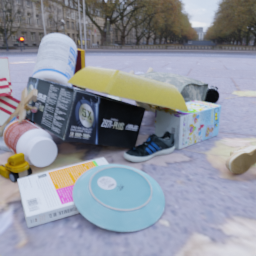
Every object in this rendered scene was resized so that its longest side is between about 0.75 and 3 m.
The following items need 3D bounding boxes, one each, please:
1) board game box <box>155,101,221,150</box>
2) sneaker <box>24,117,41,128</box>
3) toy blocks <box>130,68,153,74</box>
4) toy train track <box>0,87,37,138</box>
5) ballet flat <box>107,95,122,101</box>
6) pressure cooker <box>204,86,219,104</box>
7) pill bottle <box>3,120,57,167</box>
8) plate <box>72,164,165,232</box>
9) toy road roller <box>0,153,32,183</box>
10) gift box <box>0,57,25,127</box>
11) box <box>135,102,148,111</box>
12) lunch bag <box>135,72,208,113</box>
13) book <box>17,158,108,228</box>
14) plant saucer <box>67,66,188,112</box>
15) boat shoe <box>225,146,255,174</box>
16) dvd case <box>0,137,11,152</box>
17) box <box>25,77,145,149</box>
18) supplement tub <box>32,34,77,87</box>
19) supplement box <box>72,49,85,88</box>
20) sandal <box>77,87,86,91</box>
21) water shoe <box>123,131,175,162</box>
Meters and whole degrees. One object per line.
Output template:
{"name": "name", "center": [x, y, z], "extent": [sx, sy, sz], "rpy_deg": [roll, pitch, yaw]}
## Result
{"name": "board game box", "center": [1.875, -0.162, 8.765], "extent": [1.964, 1.030, 1.012], "rpy_deg": [-14, 23, -37]}
{"name": "sneaker", "center": [-3.628, -0.384, 10.069], "extent": [1.840, 0.614, 0.986], "rpy_deg": [14, 20, 29]}
{"name": "toy blocks", "center": [0.715, -1.978, 14.393], "extent": [1.572, 1.682, 1.416], "rpy_deg": [0, 48, 38]}
{"name": "toy train track", "center": [-3.053, -0.337, 7.878], "extent": [0.340, 2.091, 1.200], "rpy_deg": [26, 39, -38]}
{"name": "ballet flat", "center": [-0.677, -1.295, 12.609], "extent": [0.785, 0.785, 2.259], "rpy_deg": [0, 19, 1]}
{"name": "pressure cooker", "center": [3.933, -1.594, 13.395], "extent": [0.784, 0.796, 0.891], "rpy_deg": [-1, 19, 8]}
{"name": "pill bottle", "center": [-2.522, 0.404, 7.232], "extent": [0.931, 0.931, 1.660], "rpy_deg": [-14, 23, -37]}
{"name": "plate", "center": [-0.151, 1.190, 5.339], "extent": [1.787, 0.228, 1.787], "rpy_deg": [8, 31, -5]}
{"name": "toy road roller", "center": [-2.624, 0.844, 6.470], "extent": [0.795, 0.580, 0.488], "rpy_deg": [13, 22, 34]}
{"name": "gift box", "center": [-4.704, -0.877, 8.979], "extent": [2.393, 2.593, 2.421], "rpy_deg": [-12, 6, -21]}
{"name": "box", "center": [1.352, -1.064, 12.757], "extent": [1.844, 0.196, 1.507], "rpy_deg": [-3, 19, -9]}
{"name": "lunch bag", "center": [1.474, -1.279, 10.640], "extent": [2.196, 1.574, 2.678], "rpy_deg": [21, 17, 32]}
{"name": "book", "center": [-1.135, 1.230, 5.612], "extent": [1.890, 0.454, 1.262], "rpy_deg": [-9, 24, -24]}
{"name": "plant saucer", "center": [-0.025, -1.202, 8.107], "extent": [2.737, 0.663, 2.736], "rpy_deg": [8, 8, -33]}
{"name": "boat shoe", "center": [2.775, 0.764, 6.948], "extent": [1.419, 0.523, 0.491], "rpy_deg": [-12, 12, -39]}
{"name": "dvd case", "center": [-3.800, 0.311, 8.723], "extent": [1.827, 0.160, 1.304], "rpy_deg": [8, 20, 23]}
{"name": "box", "center": [-1.400, -0.482, 8.252], "extent": [2.401, 1.263, 2.932], "rpy_deg": [10, 7, -42]}
{"name": "supplement tub", "center": [-3.632, -3.010, 13.927], "extent": [1.927, 1.927, 2.921], "rpy_deg": [1, 59, 2]}
{"name": "supplement box", "center": [-3.814, -3.466, 16.597], "extent": [2.314, 2.283, 1.537], "rpy_deg": [-8, 20, -22]}
{"name": "sandal", "center": [-2.346, -1.779, 14.023], "extent": [0.424, 0.635, 1.555], "rpy_deg": [22, -16, -25]}
{"name": "water shoe", "center": [0.562, 0.454, 7.551], "extent": [1.595, 0.630, 0.570], "rpy_deg": [-12, 22, -31]}
